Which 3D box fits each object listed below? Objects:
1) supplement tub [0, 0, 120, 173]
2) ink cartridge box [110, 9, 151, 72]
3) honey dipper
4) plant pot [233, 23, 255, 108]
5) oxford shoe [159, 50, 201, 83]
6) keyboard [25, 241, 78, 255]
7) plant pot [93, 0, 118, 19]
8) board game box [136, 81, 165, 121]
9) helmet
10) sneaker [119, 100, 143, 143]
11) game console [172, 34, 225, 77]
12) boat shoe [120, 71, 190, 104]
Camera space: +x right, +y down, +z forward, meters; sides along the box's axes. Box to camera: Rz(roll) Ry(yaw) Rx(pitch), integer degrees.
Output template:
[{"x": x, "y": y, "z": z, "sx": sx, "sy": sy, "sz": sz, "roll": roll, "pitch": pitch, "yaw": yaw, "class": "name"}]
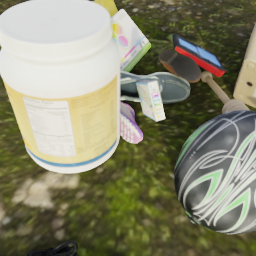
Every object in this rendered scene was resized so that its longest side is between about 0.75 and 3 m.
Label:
[{"x": -1.239, "y": -0.754, "z": 5.644, "sx": 2.161, "sy": 2.988, "sz": 2.161, "roll": 1, "pitch": 44, "yaw": -1, "class": "supplement tub"}, {"x": -0.896, "y": -2.752, "z": 8.053, "sx": 2.720, "sy": 1.030, "sz": 2.010, "roll": 48, "pitch": 53, "yaw": -18, "class": "ink cartridge box"}, {"x": 2.444, "y": -0.889, "z": 7.366, "sx": 0.552, "sy": 0.552, "sz": 2.908, "roll": -4, "pitch": 33, "yaw": -3, "class": "honey dipper"}, {"x": 4.141, "y": -1.650, "z": 7.428, "sx": 2.368, "sy": 2.371, "sz": 2.099, "roll": 30, "pitch": 67, "yaw": 23, "class": "plant pot"}, {"x": 1.397, "y": -1.526, "z": 7.221, "sx": 0.540, "sy": 0.539, "sz": 1.514, "roll": -40, "pitch": 44, "yaw": 2, "class": "oxford shoe"}, {"x": -1.425, "y": 2.813, "z": 4.772, "sx": 2.870, "sy": 0.368, "sz": 1.723, "roll": -1, "pitch": 49, "yaw": -2, "class": "keyboard"}, {"x": -1.005, "y": -3.912, "z": 9.956, "sx": 1.259, "sy": 1.338, "sz": 1.338, "roll": -25, "pitch": 52, "yaw": 3, "class": "plant pot"}, {"x": 0.456, "y": -0.614, "z": 5.981, "sx": 0.195, "sy": 0.766, "sz": 1.139, "roll": -16, "pitch": 13, "yaw": -7, "class": "board game box"}, {"x": 1.911, "y": 0.793, "z": 5.124, "sx": 2.204, "sy": 2.101, "sz": 2.204, "roll": 1, "pitch": 65, "yaw": -2, "class": "helmet"}, {"x": -0.059, "y": -0.258, "z": 7.254, "sx": 0.687, "sy": 0.625, "sz": 1.553, "roll": -23, "pitch": 53, "yaw": -31, "class": "sneaker"}, {"x": 1.960, "y": -2.116, "z": 7.937, "sx": 1.543, "sy": 0.271, "sz": 1.745, "roll": 30, "pitch": 28, "yaw": -9, "class": "game console"}, {"x": 0.482, "y": -0.949, "z": 7.362, "sx": 2.570, "sy": 0.936, "sz": 0.794, "roll": 6, "pitch": 35, "yaw": -13, "class": "boat shoe"}]
